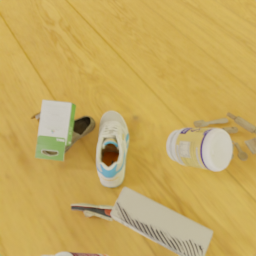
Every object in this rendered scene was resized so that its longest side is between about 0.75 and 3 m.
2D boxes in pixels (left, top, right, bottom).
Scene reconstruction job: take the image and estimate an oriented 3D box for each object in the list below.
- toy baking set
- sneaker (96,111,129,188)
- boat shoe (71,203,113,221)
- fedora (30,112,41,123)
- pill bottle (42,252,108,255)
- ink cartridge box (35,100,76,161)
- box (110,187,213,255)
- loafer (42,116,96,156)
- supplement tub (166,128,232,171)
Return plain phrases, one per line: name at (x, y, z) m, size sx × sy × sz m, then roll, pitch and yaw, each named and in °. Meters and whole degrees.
toy baking set at (3.622, 0.175, 9.930) m, size 1.847 × 0.280 × 2.406 m, roll -33°, pitch 60°, yaw -27°
sneaker at (-0.506, 0.460, 9.406) m, size 1.100 × 1.162 × 2.877 m, roll -3°, pitch 52°, yaw -1°
boat shoe at (-1.082, 2.507, 8.393) m, size 1.334 × 0.475 × 0.417 m, roll 5°, pitch 84°, yaw 2°
fedora at (-2.845, -0.370, 9.858) m, size 1.108 × 1.108 × 0.452 m, roll -22°, pitch 92°, yaw -15°
pill bottle at (-1.250, 3.539, 6.560) m, size 1.144 × 2.004 × 1.144 m, roll -19°, pitch 57°, yaw 33°
ink cartridge box at (-2.331, 0.087, 9.032) m, size 0.971 × 0.555 × 1.871 m, roll 6°, pitch 86°, yaw 5°
box at (0.890, 2.709, 7.812) m, size 2.652 × 1.089 × 0.907 m, roll 23°, pitch 67°, yaw 17°
loafer at (-2.080, 0.213, 9.697) m, size 2.186 × 0.737 × 0.831 m, roll -41°, pitch 79°, yaw -20°
supplement tub at (2.153, 0.616, 8.654) m, size 1.249 × 1.249 × 1.718 m, roll -44°, pitch 26°, yaw -26°
